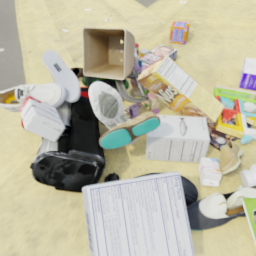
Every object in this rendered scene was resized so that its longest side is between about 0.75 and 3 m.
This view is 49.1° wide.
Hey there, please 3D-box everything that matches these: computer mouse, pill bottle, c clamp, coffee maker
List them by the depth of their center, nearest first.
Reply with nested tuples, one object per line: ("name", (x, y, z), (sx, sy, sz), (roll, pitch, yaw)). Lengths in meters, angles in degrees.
("computer mouse", (0.624, 2.069, 8.158), (2.945, 0.678, 2.068), (4, 41, 5))
("pill bottle", (4.341, 1.462, 8.586), (1.557, 0.874, 0.874), (-15, 42, 4))
("coffee maker", (-1.539, 0.386, 9.087), (2.848, 1.997, 2.965), (-6, 43, -8))
("c clamp", (0.256, -1.655, 10.938), (1.656, 0.263, 1.938), (8, 48, -27))

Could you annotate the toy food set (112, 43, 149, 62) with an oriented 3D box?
("toy food set", (-0.220, -4.107, 14.733), (2.718, 1.223, 1.298), (-15, 44, -16))

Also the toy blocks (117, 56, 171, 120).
("toy blocks", (0.599, -1.713, 11.530), (2.224, 1.872, 2.078), (-21, 46, -22))

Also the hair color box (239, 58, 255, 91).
("hair color box", (6.734, -2.299, 12.934), (2.861, 0.927, 1.564), (14, 42, 18))

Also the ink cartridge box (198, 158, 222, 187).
("ink cartridge box", (2.598, 1.441, 8.912), (0.546, 0.532, 0.850), (5, 38, 0))

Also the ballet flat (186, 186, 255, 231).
("ballet flat", (2.787, 2.143, 7.885), (2.725, 0.995, 0.995), (-9, 42, -10))

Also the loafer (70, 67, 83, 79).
("loafer", (-2.453, -2.615, 13.076), (1.560, 0.570, 0.557), (4, -3, 44))

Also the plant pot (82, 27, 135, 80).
("plant pot", (-0.579, -2.875, 10.698), (1.743, 1.745, 1.545), (10, 20, 23))

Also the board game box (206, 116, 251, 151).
("board game box", (3.621, 0.050, 10.710), (1.839, 0.318, 1.246), (-29, 48, -29))

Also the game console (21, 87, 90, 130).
("game console", (-2.765, -0.910, 11.764), (2.896, 1.719, 2.496), (-2, 73, -6))

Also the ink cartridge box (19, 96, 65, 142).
("ink cartridge box", (-2.432, -0.267, 7.875), (0.937, 0.544, 1.298), (29, 11, -37))

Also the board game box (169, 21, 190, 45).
("board game box", (3.058, -5.682, 16.693), (0.988, 0.988, 0.989), (12, 43, 14))

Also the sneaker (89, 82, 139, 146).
("sneaker", (-0.647, -0.490, 9.233), (0.987, 2.533, 1.258), (-41, 36, -13))

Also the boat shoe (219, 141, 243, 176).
("boat shoe", (3.115, 0.879, 8.789), (0.692, 0.651, 1.817), (59, 29, 0))

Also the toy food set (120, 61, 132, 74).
("toy food set", (-0.174, -2.935, 14.093), (1.895, 0.298, 1.204), (33, 52, 32))

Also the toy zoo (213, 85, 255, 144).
("toy zoo", (4.294, -0.525, 10.795), (1.887, 0.294, 2.877), (11, 46, 2))

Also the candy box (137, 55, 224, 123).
("candy box", (1.852, -1.264, 10.141), (2.825, 1.631, 0.781), (37, 76, -15))

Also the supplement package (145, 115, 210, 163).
("supplement package", (1.646, 0.370, 9.702), (2.016, 1.183, 1.179), (3, 42, 3))

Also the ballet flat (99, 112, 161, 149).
("ballet flat", (0.040, 0.061, 8.182), (1.883, 0.664, 0.615), (-21, 29, 5))

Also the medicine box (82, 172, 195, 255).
("medicine box", (0.198, 2.265, 6.700), (2.290, 1.179, 2.086), (-6, 80, -16))

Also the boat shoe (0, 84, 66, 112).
("boat shoe", (-3.173, -0.983, 8.841), (2.448, 0.855, 0.868), (-2, 80, 21))

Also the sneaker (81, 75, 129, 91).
("sneaker", (-1.013, -1.916, 12.012), (2.269, 0.967, 0.885), (15, 80, 26))

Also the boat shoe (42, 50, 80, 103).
("boat shoe", (-2.191, -1.703, 9.498), (0.775, 0.639, 2.258), (-30, 67, -3))

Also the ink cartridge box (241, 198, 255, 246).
("ink cartridge box", (4.118, 2.661, 7.423), (2.040, 0.773, 1.508), (1, 42, 3))

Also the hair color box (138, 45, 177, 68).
("hair color box", (1.546, -3.554, 14.556), (1.054, 0.638, 2.108), (28, 48, 28))
